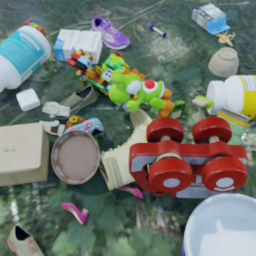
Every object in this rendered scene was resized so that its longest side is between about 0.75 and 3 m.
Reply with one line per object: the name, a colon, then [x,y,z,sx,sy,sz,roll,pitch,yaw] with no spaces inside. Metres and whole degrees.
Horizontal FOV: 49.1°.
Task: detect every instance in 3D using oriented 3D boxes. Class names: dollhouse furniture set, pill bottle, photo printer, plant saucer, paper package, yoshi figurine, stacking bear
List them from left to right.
pill bottle: [-4.156,-2.422,10.205,1.451,1.451,2.619,23,57,16]
paper package: [-3.290,0.770,8.207,1.726,0.893,1.646,-6,54,-4]
photo printer: [-3.547,-1.012,9.901,0.653,0.273,0.785,-26,57,-16]
stacking bear: [-4.056,-4.302,12.203,0.858,0.488,0.521,27,53,6]
plant saucer: [-1.442,0.811,7.849,1.501,0.259,1.501,-2,82,17]
yoshi figurine: [0.273,-0.983,8.460,2.093,1.176,1.172,22,86,-27]
dollhouse furniture set: [2.361,-0.187,8.615,2.394,1.197,0.924,29,30,29]
pill bottle: [3.989,-0.968,9.141,2.583,1.452,1.452,0,54,2]

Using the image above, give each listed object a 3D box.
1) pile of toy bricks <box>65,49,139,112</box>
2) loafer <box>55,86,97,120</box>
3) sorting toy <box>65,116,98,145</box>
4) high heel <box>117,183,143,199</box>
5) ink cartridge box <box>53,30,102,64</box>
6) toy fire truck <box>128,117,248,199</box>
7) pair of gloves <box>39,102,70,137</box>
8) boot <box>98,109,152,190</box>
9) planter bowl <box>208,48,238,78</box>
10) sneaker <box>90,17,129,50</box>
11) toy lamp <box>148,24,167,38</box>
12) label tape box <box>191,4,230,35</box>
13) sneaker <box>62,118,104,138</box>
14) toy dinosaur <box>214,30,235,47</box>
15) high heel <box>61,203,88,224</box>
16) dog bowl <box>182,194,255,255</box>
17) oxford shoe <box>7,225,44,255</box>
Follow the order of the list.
pile of toy bricks: [-0.672,-1.986,9.657,2.899,1.608,1.431,35,79,29]
loafer: [-1.854,-0.937,9.635,1.751,0.610,0.659,-37,62,-24]
sorting toy: [-1.576,0.137,8.845,0.849,0.580,1.413,-30,58,-18]
high heel: [0.056,1.805,7.849,0.375,0.263,0.780,-31,46,-29]
ink cartridge box: [-1.979,-3.275,11.277,1.679,0.721,1.230,6,55,4]
toy fire truck: [1.437,1.100,7.029,2.867,2.407,1.607,0,46,-2]
pair of gloves: [-2.407,-0.295,9.052,0.888,0.183,1.044,18,96,5]
boot: [-0.057,0.561,8.351,1.911,0.895,2.459,-13,58,-12]
planter bowl: [3.741,-2.589,10.769,1.111,0.748,1.111,0,54,-1]
sneaker: [-0.817,-4.022,11.738,1.997,0.883,0.803,33,59,20]
toy lamp: [1.260,-4.284,12.300,0.283,0.283,0.971,-36,61,-23]
label tape box: [3.767,-4.911,12.630,1.068,0.493,1.490,-26,57,-18]
sneaker: [-1.344,0.223,8.355,1.395,0.553,0.666,-30,56,-18]
toy dinosaur: [4.223,-3.799,11.976,0.647,0.372,1.279,-32,54,-2]
high heel: [-1.487,2.292,7.503,0.789,0.266,0.378,20,50,1]
dog bowl: [2.515,2.856,6.525,2.451,0.965,2.451,-2,50,2]
oxford shoe: [-2.399,2.947,6.743,1.434,0.536,0.505,32,28,22]
